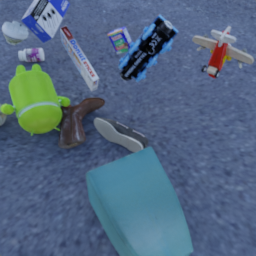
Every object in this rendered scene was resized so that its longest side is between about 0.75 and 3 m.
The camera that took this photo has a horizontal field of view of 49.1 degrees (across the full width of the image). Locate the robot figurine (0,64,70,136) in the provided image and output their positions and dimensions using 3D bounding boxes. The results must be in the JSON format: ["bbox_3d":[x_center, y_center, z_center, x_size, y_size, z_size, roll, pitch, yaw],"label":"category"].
[{"bbox_3d":[-3.678,-1.066,11.144,2.562,1.689,2.920,-12,69,-31],"label":"robot figurine"}]

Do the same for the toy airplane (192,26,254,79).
[{"bbox_3d":[3.757,-3.138,11.228,1.973,1.982,1.399,-17,18,50],"label":"toy airplane"}]

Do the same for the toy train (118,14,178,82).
[{"bbox_3d":[0.667,-2.931,10.485,1.203,2.775,1.585,35,36,-13],"label":"toy train"}]

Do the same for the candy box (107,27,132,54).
[{"bbox_3d":[-0.327,-4.055,13.042,0.872,1.032,0.397,-5,36,36],"label":"candy box"}]

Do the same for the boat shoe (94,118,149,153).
[{"bbox_3d":[-0.279,0.218,11.054,2.361,0.789,0.673,30,40,19],"label":"boat shoe"}]

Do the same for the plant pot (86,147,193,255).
[{"bbox_3d":[0.354,2.565,7.992,2.090,2.092,2.959,-20,59,-18],"label":"plant pot"}]

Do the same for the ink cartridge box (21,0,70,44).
[{"bbox_3d":[-3.002,-4.345,10.440,0.514,1.094,2.327,-15,47,31],"label":"ink cartridge box"}]

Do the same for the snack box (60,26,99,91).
[{"bbox_3d":[-1.671,-2.343,9.524,0.269,0.796,2.215,-29,80,-17],"label":"snack box"}]

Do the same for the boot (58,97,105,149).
[{"bbox_3d":[-1.827,-0.191,11.385,2.102,0.724,2.255,-17,44,2],"label":"boot"}]

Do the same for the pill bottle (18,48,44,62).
[{"bbox_3d":[-5.143,-3.853,14.890,1.223,0.686,0.686,-5,47,-4],"label":"pill bottle"}]

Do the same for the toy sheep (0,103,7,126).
[{"bbox_3d":[-5.525,-0.543,11.465,1.157,1.157,1.678,-11,33,-10],"label":"toy sheep"}]

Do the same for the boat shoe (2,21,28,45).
[{"bbox_3d":[-3.611,-2.957,8.967,0.726,0.625,2.015,24,16,-20],"label":"boat shoe"}]
